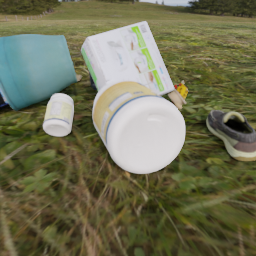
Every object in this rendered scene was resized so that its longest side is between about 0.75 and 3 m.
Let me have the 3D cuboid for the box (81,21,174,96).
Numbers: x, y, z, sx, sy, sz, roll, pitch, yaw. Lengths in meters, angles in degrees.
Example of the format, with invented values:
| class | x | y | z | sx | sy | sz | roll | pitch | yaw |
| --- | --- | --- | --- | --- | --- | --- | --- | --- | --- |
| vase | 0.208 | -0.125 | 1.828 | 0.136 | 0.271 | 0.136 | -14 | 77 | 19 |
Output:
| class | x | y | z | sx | sy | sz | roll | pitch | yaw |
| --- | --- | --- | --- | --- | --- | --- | --- | --- | --- |
| box | -0.031 | -1.964 | 9.455 | 2.225 | 2.522 | 1.219 | -24 | 2 | -20 |

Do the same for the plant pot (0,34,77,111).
| class | x | y | z | sx | sy | sz | roll | pitch | yaw |
| --- | --- | --- | --- | --- | --- | --- | --- | --- | --- |
| plant pot | -3.172 | -2.158 | 9.917 | 2.400 | 2.555 | 2.555 | -16 | 28 | -7 |

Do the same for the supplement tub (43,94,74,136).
| class | x | y | z | sx | sy | sz | roll | pitch | yaw |
| --- | --- | --- | --- | --- | --- | --- | --- | --- | --- |
| supplement tub | -2.002 | -0.379 | 8.163 | 0.778 | 0.778 | 1.073 | 0 | 57 | 1 |

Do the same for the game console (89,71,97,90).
| class | x | y | z | sx | sy | sz | roll | pitch | yaw |
| --- | --- | --- | --- | --- | --- | --- | --- | --- | --- |
| game console | -1.106 | -2.239 | 12.746 | 1.156 | 0.684 | 0.987 | -9 | 26 | -17 |

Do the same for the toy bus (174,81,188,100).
| class | x | y | z | sx | sy | sz | roll | pitch | yaw |
| --- | --- | --- | --- | --- | --- | --- | --- | --- | --- |
| toy bus | 2.116 | -1.429 | 10.759 | 0.379 | 0.734 | 0.692 | 8 | 19 | 44 |

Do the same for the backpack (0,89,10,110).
| class | x | y | z | sx | sy | sz | roll | pitch | yaw |
| --- | --- | --- | --- | --- | --- | --- | --- | --- | --- |
| backpack | -4.310 | -1.619 | 9.903 | 2.293 | 1.543 | 2.094 | -22 | 28 | -5 |

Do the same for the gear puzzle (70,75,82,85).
| class | x | y | z | sx | sy | sz | roll | pitch | yaw |
| --- | --- | --- | --- | --- | --- | --- | --- | --- | --- |
| gear puzzle | -2.638 | -2.302 | 13.518 | 0.642 | 0.162 | 1.239 | 2 | 29 | 0 |

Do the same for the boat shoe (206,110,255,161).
| class | x | y | z | sx | sy | sz | roll | pitch | yaw |
| --- | --- | --- | --- | --- | --- | --- | --- | --- | --- |
| boat shoe | 2.979 | -0.051 | 7.977 | 0.948 | 0.872 | 2.653 | -1 | 26 | -2 |

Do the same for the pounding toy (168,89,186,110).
| class | x | y | z | sx | sy | sz | roll | pitch | yaw |
| --- | --- | --- | --- | --- | --- | --- | --- | --- | --- |
| pounding toy | 1.605 | -0.927 | 9.890 | 0.650 | 0.648 | 1.133 | -39 | 1 | 9 |

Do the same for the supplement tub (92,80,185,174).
| class | x | y | z | sx | sy | sz | roll | pitch | yaw |
| --- | --- | --- | --- | --- | --- | --- | --- | --- | --- |
| supplement tub | 0.109 | -0.183 | 7.026 | 1.797 | 1.797 | 2.485 | -8 | 24 | -16 |
